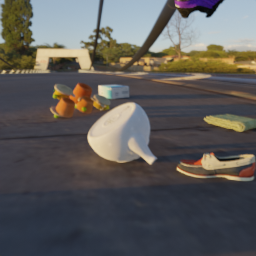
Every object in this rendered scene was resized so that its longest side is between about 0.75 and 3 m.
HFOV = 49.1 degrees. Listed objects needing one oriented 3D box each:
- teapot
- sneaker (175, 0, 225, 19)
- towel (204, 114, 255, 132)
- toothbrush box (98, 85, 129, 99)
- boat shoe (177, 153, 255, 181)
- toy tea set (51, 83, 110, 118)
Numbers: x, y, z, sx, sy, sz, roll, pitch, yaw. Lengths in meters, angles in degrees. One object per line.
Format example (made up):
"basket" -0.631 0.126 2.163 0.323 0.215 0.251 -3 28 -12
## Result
"teapot" -0.080 0.210 5.531 1.321 0.978 1.339 -23 25 27
"sneaker" 2.362 -3.725 7.755 2.295 1.142 0.798 -21 40 1
"towel" 3.164 -0.175 8.483 1.072 0.264 1.445 -8 15 -33
"toothbrush box" -0.779 -1.929 14.920 1.080 0.629 1.476 -9 16 -33
"boat shoe" 1.503 0.633 4.842 1.293 0.404 0.460 3 16 16
"toy tea set" -2.016 -0.882 10.670 1.659 1.033 2.790 38 26 20
